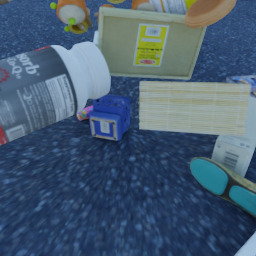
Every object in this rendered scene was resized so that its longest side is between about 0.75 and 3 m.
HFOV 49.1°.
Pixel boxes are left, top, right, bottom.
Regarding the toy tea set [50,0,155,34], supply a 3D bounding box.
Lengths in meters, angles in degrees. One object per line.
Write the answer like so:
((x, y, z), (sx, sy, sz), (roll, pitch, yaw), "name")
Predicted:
((-0.635, -3.049, 7.470), (2.687, 1.598, 0.994), (-9, 69, 11), "toy tea set")

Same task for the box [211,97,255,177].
((3.097, 0.153, 7.625), (0.867, 1.042, 2.536), (21, 43, 24), "box")

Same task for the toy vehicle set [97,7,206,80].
((0.560, -2.178, 7.497), (2.748, 1.707, 0.364), (1, 41, -11), "toy vehicle set")

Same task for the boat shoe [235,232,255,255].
((2.393, 2.305, 4.777), (2.651, 0.975, 0.866), (-31, 53, -25), "boat shoe")

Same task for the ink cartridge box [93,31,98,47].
((-0.942, -3.804, 13.132), (1.306, 0.746, 2.516), (-1, 37, -1), "ink cartridge box")

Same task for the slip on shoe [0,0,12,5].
((-3.745, -4.044, 7.668), (0.396, 1.308, 0.497), (-29, 34, 3), "slip on shoe")

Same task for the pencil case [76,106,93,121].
((-1.247, -0.511, 9.047), (0.863, 0.381, 0.381), (-19, 41, -27), "pencil case")

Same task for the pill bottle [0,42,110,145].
((-2.038, -0.915, 6.528), (2.969, 1.720, 1.720), (-26, 44, -24), "pill bottle")

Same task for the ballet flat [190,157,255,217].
((2.392, 1.320, 6.446), (0.735, 0.735, 2.078), (-29, 45, -33), "ballet flat")

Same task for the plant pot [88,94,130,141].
((-0.560, -0.274, 8.193), (1.074, 1.074, 0.966), (10, 43, 12), "plant pot")

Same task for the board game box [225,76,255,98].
((4.573, -1.228, 9.869), (1.730, 0.534, 1.729), (-3, 38, -5), "board game box")

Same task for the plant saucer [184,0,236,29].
((1.811, -2.728, 6.355), (1.182, 0.221, 1.182), (-24, 39, 22), "plant saucer")

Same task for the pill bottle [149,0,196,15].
((1.513, -3.830, 8.089), (2.235, 1.221, 1.221), (-8, 33, 20), "pill bottle")

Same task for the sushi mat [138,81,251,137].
((1.257, -0.403, 5.716), (2.213, 1.059, 0.134), (4, 20, 19), "sushi mat")
